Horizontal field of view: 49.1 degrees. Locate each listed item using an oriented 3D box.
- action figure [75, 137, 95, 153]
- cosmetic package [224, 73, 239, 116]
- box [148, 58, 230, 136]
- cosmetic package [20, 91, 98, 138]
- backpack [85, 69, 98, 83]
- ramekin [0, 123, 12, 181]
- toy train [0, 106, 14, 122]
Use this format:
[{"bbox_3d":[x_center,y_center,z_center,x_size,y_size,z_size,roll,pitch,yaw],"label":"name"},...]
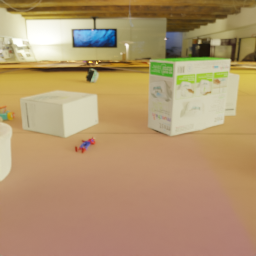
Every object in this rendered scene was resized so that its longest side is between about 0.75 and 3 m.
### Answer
[{"bbox_3d":[-1.157,0.443,7.885,0.314,0.248,0.961,3,14,16],"label":"action figure"},{"bbox_3d":[3.707,-1.472,11.717,1.006,1.636,1.631,-2,17,-10],"label":"cosmetic package"},{"bbox_3d":[2.077,-1.141,9.456,2.630,2.321,1.272,-12,22,-33],"label":"box"},{"bbox_3d":[-2.303,-0.558,9.601,1.851,1.138,1.845,10,20,26],"label":"cosmetic package"},{"bbox_3d":[-2.662,-3.837,20.677,0.836,0.985,1.110,19,11,-12],"label":"backpack"},{"bbox_3d":[-3.552,0.604,5.955,2.098,1.023,2.098,0,17,0],"label":"ramekin"},{"bbox_3d":[-5.271,-0.498,10.416,1.457,0.540,1.940,11,21,31],"label":"toy train"}]
